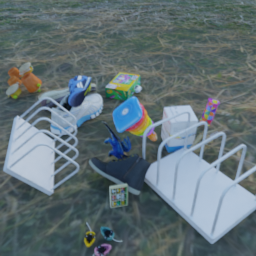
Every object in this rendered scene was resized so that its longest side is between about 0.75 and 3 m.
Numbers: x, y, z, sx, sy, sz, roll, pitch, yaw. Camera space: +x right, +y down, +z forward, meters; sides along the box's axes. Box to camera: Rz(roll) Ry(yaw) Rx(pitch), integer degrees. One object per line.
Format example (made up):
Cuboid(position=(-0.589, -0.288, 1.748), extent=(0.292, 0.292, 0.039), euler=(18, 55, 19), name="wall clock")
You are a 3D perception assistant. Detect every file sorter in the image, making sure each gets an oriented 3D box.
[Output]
Cuboid(position=(2.000, 1.112, 7.805), extent=(2.053, 1.842, 2.958), euler=(-23, 41, -29), name="file sorter")
Cuboid(position=(-2.425, 0.450, 8.349), extent=(1.427, 1.590, 2.291), euler=(-36, 38, 17), name="file sorter")

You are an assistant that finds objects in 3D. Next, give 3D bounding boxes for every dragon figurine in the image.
Cuboid(position=(-0.258, 0.560, 8.801), extent=(0.889, 1.788, 0.526), euler=(7, 27, 41), name="dragon figurine")

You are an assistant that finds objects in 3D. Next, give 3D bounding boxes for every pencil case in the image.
Cuboid(position=(3.077, -0.594, 10.618), extent=(0.483, 1.092, 0.483), euler=(9, 38, -7), name="pencil case")

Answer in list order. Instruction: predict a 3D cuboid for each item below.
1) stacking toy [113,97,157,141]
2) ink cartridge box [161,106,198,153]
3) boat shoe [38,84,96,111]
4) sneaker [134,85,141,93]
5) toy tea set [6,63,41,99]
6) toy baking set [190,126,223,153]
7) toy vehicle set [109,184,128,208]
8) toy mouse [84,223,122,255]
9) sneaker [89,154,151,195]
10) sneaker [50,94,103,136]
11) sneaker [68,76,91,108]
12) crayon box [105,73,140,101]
Cuboid(position=(0.437, -0.058, 9.051), extent=(0.998, 1.819, 1.056), euler=(-35, 42, 18), name="stacking toy")
Cuboid(position=(1.758, 0.028, 9.769), extent=(0.944, 1.305, 0.961), euler=(-5, 39, -7), name="ink cartridge box")
Cuboid(position=(-2.570, -1.342, 12.196), extent=(2.511, 0.814, 0.903), euler=(-16, 1, -17), name="boat shoe")
Cuboid(position=(0.444, -1.861, 12.991), extent=(0.286, 0.277, 0.782), euler=(-16, 19, 10), name="sneaker")
Cuboid(position=(-5.075, -2.267, 13.752), extent=(1.584, 0.986, 2.663), euler=(-34, 42, 4), name="toy tea set")
Cuboid(position=(2.634, 0.366, 9.455), extent=(0.942, 1.227, 0.143), euler=(10, 30, -39), name="toy baking set")
Cuboid(position=(-0.256, 1.861, 7.642), extent=(0.481, 0.774, 0.103), euler=(-8, 36, -11), name="toy vehicle set")
Cuboid(position=(-0.601, 2.791, 6.811), extent=(0.926, 0.202, 1.042), euler=(-1, 35, 0), name="toy mouse")
Cuboid(position=(-0.234, 1.100, 8.356), extent=(1.940, 0.725, 1.030), euler=(25, 85, 30), name="sneaker")
Cuboid(position=(-1.976, -0.884, 11.201), extent=(1.084, 1.253, 2.892), euler=(16, 36, 24), name="sneaker")
Cuboid(position=(-1.913, -1.368, 10.363), extent=(0.735, 0.661, 1.788), euler=(17, 37, 1), name="sneaker")
Cuboid(position=(-0.217, -2.005, 13.392), extent=(1.105, 0.542, 1.861), euler=(12, 37, 17), name="crayon box")
